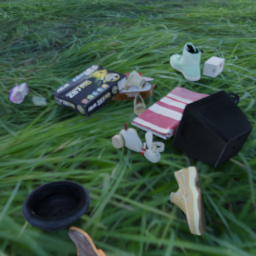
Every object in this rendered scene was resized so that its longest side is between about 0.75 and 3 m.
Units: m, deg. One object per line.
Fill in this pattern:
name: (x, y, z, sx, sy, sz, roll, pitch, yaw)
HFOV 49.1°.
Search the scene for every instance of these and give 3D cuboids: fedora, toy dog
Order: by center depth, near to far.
fedora: (-1.906, 2.223, 7.598, 1.767, 0.807, 1.767, 3, 33, -2)
toy dog: (0.342, 0.431, 10.088, 1.947, 0.938, 1.284, 14, 37, 19)

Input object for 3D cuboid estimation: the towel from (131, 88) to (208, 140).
towel: (1.811, -0.732, 11.561, 2.947, 0.335, 2.122, -36, 36, -25)

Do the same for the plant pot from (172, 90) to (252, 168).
plant pot: (3.032, 0.148, 9.778, 1.980, 1.985, 1.761, -22, 50, -29)

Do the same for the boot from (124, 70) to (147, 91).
boot: (0.292, -1.772, 11.553, 0.768, 0.993, 0.358, 38, 40, 11)

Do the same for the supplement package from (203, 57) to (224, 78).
supplement package: (4.880, -3.474, 15.945, 0.725, 0.734, 1.211, 22, 40, 29)

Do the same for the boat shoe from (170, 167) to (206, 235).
boat shoe: (1.654, 2.056, 8.003, 0.905, 0.852, 2.377, -8, 25, 12)

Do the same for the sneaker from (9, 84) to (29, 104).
sneaker: (-5.366, -1.614, 13.435, 0.679, 0.618, 1.536, -4, 30, 6)

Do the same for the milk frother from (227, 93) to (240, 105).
milk frother: (3.837, -0.917, 11.401, 1.367, 1.514, 1.424, 20, 27, -25)

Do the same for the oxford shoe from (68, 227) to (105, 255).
oxford shoe: (-1.065, 2.987, 6.770, 0.543, 0.531, 1.490, -33, 46, -31)

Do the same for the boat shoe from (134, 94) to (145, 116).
boat shoe: (0.483, -1.024, 12.646, 0.510, 0.436, 1.391, -5, 35, -7)

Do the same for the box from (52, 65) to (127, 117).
box: (-1.730, -1.822, 13.148, 2.257, 0.688, 2.800, 23, 52, 36)

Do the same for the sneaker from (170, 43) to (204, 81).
sneaker: (3.303, -4.056, 15.875, 1.105, 1.772, 3.004, -10, 35, -12)

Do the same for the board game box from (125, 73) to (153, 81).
board game box: (0.317, -2.696, 14.561, 1.632, 0.402, 2.065, -10, 18, -20)

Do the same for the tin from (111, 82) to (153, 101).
tin: (0.101, -1.885, 13.919, 2.349, 0.492, 1.315, -6, 31, -8)
